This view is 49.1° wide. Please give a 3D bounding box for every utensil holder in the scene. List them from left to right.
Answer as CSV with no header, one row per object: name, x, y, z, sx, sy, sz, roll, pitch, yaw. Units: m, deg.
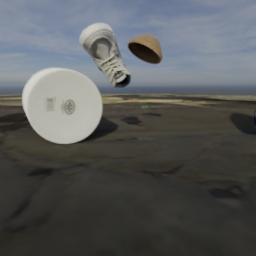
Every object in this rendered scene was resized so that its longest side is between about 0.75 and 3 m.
utensil holder,-1.677,-0.611,6.957,1.767,1.767,2.080,-3,11,-21

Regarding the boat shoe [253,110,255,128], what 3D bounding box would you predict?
boat shoe,3.932,-1.139,6.654,1.163,2.764,0.949,22,6,32

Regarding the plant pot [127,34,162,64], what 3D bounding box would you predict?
plant pot,0.501,-2.090,7.215,0.960,0.443,0.960,26,-8,4

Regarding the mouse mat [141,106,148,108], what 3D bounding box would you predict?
mouse mat,1.047,-1.303,17.362,0.643,0.030,0.799,5,11,29

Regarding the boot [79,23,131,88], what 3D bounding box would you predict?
boot,-0.346,-1.442,6.016,0.718,0.933,1.952,-33,-10,9
